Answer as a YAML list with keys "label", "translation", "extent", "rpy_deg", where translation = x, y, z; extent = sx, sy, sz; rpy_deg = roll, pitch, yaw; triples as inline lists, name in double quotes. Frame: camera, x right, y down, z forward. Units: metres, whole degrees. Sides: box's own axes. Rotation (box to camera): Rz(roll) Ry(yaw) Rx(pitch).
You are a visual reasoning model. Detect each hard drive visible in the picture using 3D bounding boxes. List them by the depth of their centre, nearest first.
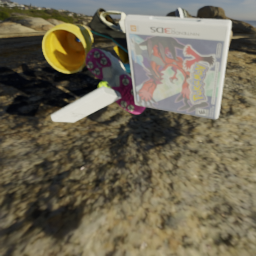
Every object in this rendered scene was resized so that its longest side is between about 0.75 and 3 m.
- label: "hard drive"
  translation: [-1.205, -0.644, 8.202]
  extent: [1.794, 0.239, 1.183]
  rpy_deg: [-25, -9, 19]

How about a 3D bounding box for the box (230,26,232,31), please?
- label: "box"
  translation: [2.536, -2.819, 9.909]
  extent: [1.785, 1.798, 0.447]
  rpy_deg: [-13, 54, -22]

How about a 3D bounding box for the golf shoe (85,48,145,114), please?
- label: "golf shoe"
  translation: [-0.233, -1.576, 9.092]
  extent: [0.949, 2.520, 1.153]
  rpy_deg: [-38, 1, 28]

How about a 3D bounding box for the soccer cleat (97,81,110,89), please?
- label: "soccer cleat"
  translation: [-1.333, -2.525, 16.572]
  extent: [0.790, 0.611, 1.889]
  rpy_deg: [-20, 16, 34]

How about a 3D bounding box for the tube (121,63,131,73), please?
- label: "tube"
  translation: [-0.233, -2.842, 13.310]
  extent: [2.305, 0.581, 0.892]
  rpy_deg: [4, 21, 4]

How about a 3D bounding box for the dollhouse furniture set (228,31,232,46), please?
- label: "dollhouse furniture set"
  translation: [1.661, -2.113, 8.517]
  extent: [2.243, 2.117, 1.463]
  rpy_deg: [14, 29, 8]

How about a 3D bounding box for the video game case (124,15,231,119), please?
- label: "video game case"
  translation: [1.070, -1.326, 6.458]
  extent: [2.196, 2.410, 0.277]
  rpy_deg: [12, 48, 21]

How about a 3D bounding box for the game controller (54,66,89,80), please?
- label: "game controller"
  translation: [-2.598, -2.524, 12.902]
  extent: [1.062, 0.429, 2.036]
  rpy_deg: [-15, 11, -38]

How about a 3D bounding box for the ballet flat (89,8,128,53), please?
- label: "ballet flat"
  translation: [-0.196, -2.741, 7.917]
  extent: [2.626, 0.898, 0.893]
  rpy_deg: [38, 28, 30]

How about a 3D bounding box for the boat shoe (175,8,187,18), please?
- label: "boat shoe"
  translation: [2.709, -5.069, 13.540]
  extent: [0.527, 1.486, 0.536]
  rpy_deg: [-14, 8, -20]

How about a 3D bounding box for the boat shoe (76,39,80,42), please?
- label: "boat shoe"
  translation: [-2.512, -3.753, 13.755]
  extent: [0.720, 2.099, 0.883]
  rpy_deg: [36, 38, -26]

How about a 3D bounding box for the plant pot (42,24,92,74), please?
- label: "plant pot"
  translation: [-1.951, -2.908, 9.792]
  extent: [1.582, 1.582, 1.488]
  rpy_deg: [5, 34, 11]

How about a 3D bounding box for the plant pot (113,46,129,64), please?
- label: "plant pot"
  translation: [0.068, -3.487, 12.326]
  extent: [0.880, 0.879, 0.776]
  rpy_deg: [-10, 33, 50]
